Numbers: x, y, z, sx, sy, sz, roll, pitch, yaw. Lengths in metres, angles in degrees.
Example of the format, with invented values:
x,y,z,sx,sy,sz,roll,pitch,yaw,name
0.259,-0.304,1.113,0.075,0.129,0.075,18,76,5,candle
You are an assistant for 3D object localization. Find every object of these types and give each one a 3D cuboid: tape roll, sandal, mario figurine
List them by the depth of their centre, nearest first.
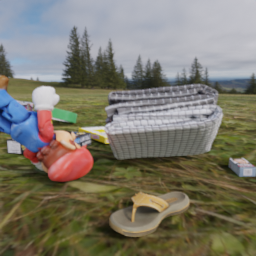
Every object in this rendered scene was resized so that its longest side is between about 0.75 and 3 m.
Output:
x,y,z,sx,sy,sz,roll,pitch,yaw,name
0.384,1.271,4.641,1.764,0.476,0.708,-9,13,-42,sandal
-1.932,0.064,6.325,2.789,1.478,1.722,41,-18,-14,mario figurine
-3.686,-0.674,14.334,2.076,0.499,2.076,11,-3,1,tape roll

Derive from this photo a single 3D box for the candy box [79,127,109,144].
x,y,z,sx,sy,sz,roll,pitch,yaw,name
-0.946,0.258,11.060,1.198,0.310,2.344,-1,8,-33,candy box

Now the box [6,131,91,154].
x,y,z,sx,sy,sz,roll,pitch,yaw,name
-2.556,0.470,9.338,1.986,0.497,2.000,4,10,19,box

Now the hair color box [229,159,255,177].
x,y,z,sx,sy,sz,roll,pitch,yaw,name
2.853,0.986,7.040,0.390,0.239,0.789,0,9,1,hair color box

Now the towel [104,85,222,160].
x,y,z,sx,sy,sz,roll,pitch,yaw,name
0.838,-0.066,7.324,2.785,1.192,2.306,-5,-24,5,towel

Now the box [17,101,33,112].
x,y,z,sx,sy,sz,roll,pitch,yaw,name
-5.419,-0.580,12.698,1.941,1.282,1.113,2,1,21,box
